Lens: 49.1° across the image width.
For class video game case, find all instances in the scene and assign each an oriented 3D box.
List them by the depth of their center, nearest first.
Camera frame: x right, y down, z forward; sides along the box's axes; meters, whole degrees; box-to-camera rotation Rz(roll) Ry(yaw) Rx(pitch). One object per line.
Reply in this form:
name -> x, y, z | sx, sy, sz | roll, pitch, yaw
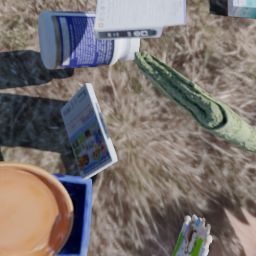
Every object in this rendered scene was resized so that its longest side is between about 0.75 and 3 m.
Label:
video game case -> -0.852, 0.103, 5.709 | 0.149, 1.181, 1.649 | -6, 69, -43

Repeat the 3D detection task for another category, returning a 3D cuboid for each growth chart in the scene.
growth chart -> 0.825, 1.691, 3.828 | 0.126, 1.420, 1.028 | 19, 85, 4

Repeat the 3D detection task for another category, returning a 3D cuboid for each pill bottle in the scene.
pill bottle -> -0.952, -2.155, 6.890 | 2.259, 1.307, 1.307 | -9, 71, -24

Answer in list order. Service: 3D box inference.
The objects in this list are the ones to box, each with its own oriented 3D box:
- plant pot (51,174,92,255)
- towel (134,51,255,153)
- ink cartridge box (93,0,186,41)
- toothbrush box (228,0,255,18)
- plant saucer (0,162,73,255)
plant pot -> -1.833, 2.161, 6.900 | 1.847, 1.661, 1.847 | 5, 72, -4
towel -> 1.251, -0.495, 5.235 | 0.467, 1.897, 2.558 | -54, 46, 13
ink cartridge box -> 0.221, -2.241, 4.845 | 1.510, 0.328, 1.496 | 0, 70, 10
toothbrush box -> 4.132, -4.330, 9.618 | 1.258, 0.537, 0.921 | 6, 72, 3
plant saucer -> -1.956, 1.483, 4.583 | 2.056, 0.385, 2.056 | -5, 107, -16
